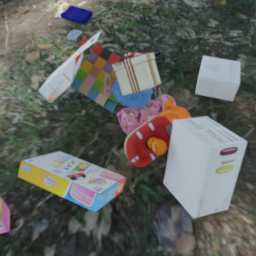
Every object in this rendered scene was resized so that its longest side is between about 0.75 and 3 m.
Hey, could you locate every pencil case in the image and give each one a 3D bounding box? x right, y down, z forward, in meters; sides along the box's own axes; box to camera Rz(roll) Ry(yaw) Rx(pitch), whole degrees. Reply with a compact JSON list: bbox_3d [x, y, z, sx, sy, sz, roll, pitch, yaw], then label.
[{"bbox_3d":[0.615,-0.452,9.079,1.904,0.788,0.824,-21,51,-20],"label":"pencil case"}]

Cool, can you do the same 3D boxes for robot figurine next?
[{"bbox_3d":[1.312,-0.075,8.161,1.272,1.031,1.768,43,21,5],"label":"robot figurine"}]

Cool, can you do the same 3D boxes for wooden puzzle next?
[{"bbox_3d":[-0.854,-1.740,9.596,2.946,0.207,1.747,32,93,7],"label":"wooden puzzle"}]

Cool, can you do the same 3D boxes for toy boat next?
[{"bbox_3d":[0.604,0.386,6.693,1.383,0.902,0.904,-36,23,-7],"label":"toy boat"}]

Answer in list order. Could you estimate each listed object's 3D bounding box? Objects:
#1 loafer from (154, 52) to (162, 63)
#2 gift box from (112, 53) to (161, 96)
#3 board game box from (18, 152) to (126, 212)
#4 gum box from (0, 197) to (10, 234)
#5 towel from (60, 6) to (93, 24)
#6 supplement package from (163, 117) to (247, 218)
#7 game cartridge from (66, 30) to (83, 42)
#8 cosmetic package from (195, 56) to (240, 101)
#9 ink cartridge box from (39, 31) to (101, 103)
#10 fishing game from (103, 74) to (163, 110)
[{"bbox_3d":[0.886,-2.850,11.570,1.146,0.361,0.412,-20,51,-17],"label":"loafer"},{"bbox_3d":[0.167,-1.581,8.008,1.157,1.081,1.068,-11,12,24],"label":"gift box"},{"bbox_3d":[-1.351,1.250,7.091,2.164,0.436,1.656,19,9,18],"label":"board game box"},{"bbox_3d":[-3.921,2.171,6.565,1.904,1.080,0.629,-12,49,-10],"label":"gum box"},{"bbox_3d":[-2.601,-5.700,14.190,1.392,0.345,1.028,22,59,19],"label":"towel"},{"bbox_3d":[1.655,0.847,6.410,0.988,1.783,1.388,-6,27,-22],"label":"supplement package"},{"bbox_3d":[-2.514,-4.292,13.020,0.532,0.161,0.798,17,50,10],"label":"game cartridge"},{"bbox_3d":[3.307,-1.833,10.320,1.385,0.851,1.380,12,49,11],"label":"cosmetic package"},{"bbox_3d":[-1.591,-1.917,8.594,2.269,0.569,1.840,-34,23,15],"label":"ink cartridge box"},{"bbox_3d":[0.145,-1.143,8.992,1.916,0.298,1.372,3,58,-11],"label":"fishing game"}]
